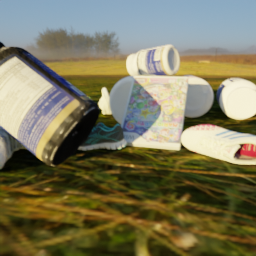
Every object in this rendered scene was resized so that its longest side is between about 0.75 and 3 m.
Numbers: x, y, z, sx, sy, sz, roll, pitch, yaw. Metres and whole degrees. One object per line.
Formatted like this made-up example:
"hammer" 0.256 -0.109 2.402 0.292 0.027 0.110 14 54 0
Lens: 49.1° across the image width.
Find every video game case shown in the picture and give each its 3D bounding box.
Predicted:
"video game case" 0.729 -0.505 7.734 1.648 2.301 0.207 4 -31 16

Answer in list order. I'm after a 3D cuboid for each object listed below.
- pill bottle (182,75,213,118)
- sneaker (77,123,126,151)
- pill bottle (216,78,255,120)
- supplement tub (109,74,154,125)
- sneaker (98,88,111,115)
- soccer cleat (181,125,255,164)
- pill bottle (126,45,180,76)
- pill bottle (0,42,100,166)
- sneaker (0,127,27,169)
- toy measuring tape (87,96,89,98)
"pill bottle" 2.629 -1.453 12.101 1.583 1.583 2.792 1 13 5
"sneaker" -0.782 0.191 7.099 1.463 0.667 0.567 -4 12 2
"pill bottle" 4.316 -1.145 10.981 1.487 1.487 2.678 3 13 13
"supplement tub" 0.530 -0.999 9.858 1.737 1.737 2.390 5 14 19
"sneaker" -0.938 -0.991 11.237 0.515 1.454 0.531 -16 53 -4
"soccer cleat" 2.101 0.374 6.321 2.031 0.709 0.877 7 17 29
"pill bottle" 0.931 -2.521 10.868 1.902 1.101 1.101 2 12 39
"pill bottle" -2.141 -0.648 5.834 2.856 1.597 1.597 37 21 7
"sneaker" -2.657 0.179 6.364 1.686 1.075 2.917 -11 16 -29
"toy measuring tape" -1.760 -0.984 11.772 0.867 0.867 2.358 2 9 10
